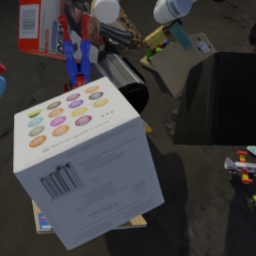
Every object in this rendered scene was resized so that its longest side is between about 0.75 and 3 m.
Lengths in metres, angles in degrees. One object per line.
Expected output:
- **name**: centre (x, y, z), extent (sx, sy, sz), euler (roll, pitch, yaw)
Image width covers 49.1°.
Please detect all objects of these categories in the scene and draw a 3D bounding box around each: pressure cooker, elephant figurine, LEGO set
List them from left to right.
- **elephant figurine**: centre (-2.048, -4.143, 9.418), extent (1.423, 1.104, 1.007), euler (28, 56, -35)
- **pressure cooker**: centre (-0.764, -1.423, 9.548), extent (2.228, 2.194, 2.495), euler (0, 47, -54)
- **LEGO set**: centre (4.151, 1.267, 8.530), extent (2.432, 0.597, 1.817), euler (-29, 55, -27)

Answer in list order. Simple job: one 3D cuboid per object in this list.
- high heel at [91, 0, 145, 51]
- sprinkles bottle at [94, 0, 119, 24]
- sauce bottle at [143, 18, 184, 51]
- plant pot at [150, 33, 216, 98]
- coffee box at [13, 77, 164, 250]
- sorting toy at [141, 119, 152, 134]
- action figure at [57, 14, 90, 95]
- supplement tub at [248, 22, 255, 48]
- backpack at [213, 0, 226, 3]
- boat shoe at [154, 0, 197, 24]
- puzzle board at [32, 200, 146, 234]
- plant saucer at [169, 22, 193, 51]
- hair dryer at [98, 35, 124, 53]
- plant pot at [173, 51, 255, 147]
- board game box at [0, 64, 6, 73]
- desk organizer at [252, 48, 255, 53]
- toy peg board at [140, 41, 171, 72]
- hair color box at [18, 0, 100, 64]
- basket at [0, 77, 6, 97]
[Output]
- **high heel**: centre (-0.321, -4.106, 10.425), extent (1.996, 1.000, 2.801), euler (16, 55, -31)
- **sprinkles bottle**: centre (-0.535, -3.576, 7.552), extent (0.632, 0.632, 1.853), euler (0, 51, 0)
- **sauce bottle**: centre (1.041, -2.794, 8.290), extent (1.264, 0.417, 0.417), euler (-32, 48, 19)
- **plant pot**: centre (1.857, -2.003, 8.483), extent (1.484, 1.315, 1.486), euler (-24, 80, -42)
- **coffee box**: centre (-0.688, 0.501, 4.801), extent (1.803, 1.806, 1.786), euler (-24, 34, -7)
- **sorting toy**: centre (0.017, 0.328, 6.979), extent (0.615, 1.151, 1.036), euler (34, 79, -5)
- **action figure**: centre (-1.256, -1.325, 7.178), extent (0.885, 2.713, 1.343), euler (-6, 9, -12)
- **supplement tub**: centre (4.384, -2.522, 8.010), extent (1.660, 0.888, 0.888), euler (12, 47, -16)
- **backpack**: centre (2.671, -4.465, 8.325), extent (0.728, 0.960, 1.150), euler (-8, 84, 5)
- **boat shoe**: centre (1.395, -3.817, 8.232), extent (1.171, 1.014, 2.746), euler (-15, 37, 42)
- **puzzle board**: centre (-0.911, 1.681, 6.040), extent (2.186, 0.190, 1.647), euler (5, 18, -25)
- **plant saucer**: centre (1.439, -2.531, 7.730), extent (0.083, 0.305, 0.874), euler (1, 53, -50)
- **hair dryer**: centre (-1.170, -4.182, 13.303), extent (2.366, 0.643, 1.802), euler (14, 42, -3)
- **plant pot**: centre (2.489, -0.586, 6.705), extent (2.318, 2.323, 2.061), euler (0, 88, -9)
- **board game box**: centre (-3.629, -2.127, 7.243), extent (0.500, 2.569, 2.030), euler (-25, 51, -12)
- **desk organizer**: centre (6.165, -3.151, 12.345), extent (1.390, 0.535, 0.498), euler (30, 56, 23)
- **toy peg board**: centre (1.743, -3.227, 12.202), extent (1.755, 0.858, 1.748), euler (31, 56, 24)
- **hair color box**: centre (-1.719, -2.515, 7.450), extent (0.763, 1.324, 2.387), euler (8, 9, 25)
- **basket**: centre (-3.886, -0.666, 6.246), extent (1.961, 1.364, 1.729), euler (24, 85, 11)
